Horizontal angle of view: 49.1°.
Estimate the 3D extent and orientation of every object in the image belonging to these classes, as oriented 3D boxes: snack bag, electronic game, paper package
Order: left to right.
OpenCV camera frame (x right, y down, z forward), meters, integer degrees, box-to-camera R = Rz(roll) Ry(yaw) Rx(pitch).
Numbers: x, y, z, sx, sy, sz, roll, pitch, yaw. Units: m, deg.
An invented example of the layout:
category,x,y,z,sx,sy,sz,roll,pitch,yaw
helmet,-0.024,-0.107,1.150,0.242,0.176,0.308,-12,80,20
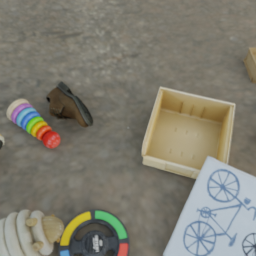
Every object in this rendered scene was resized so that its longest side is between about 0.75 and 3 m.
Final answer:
category,x,y,z,sx,sy,sz,roll,pitch,yaw
electronic game,-0.774,2.682,6.409,1.633,0.340,1.633,2,56,-3
snack bag,2.500,2.314,5.980,2.853,0.305,2.690,22,80,25
paper package,4.657,-2.106,9.335,1.211,0.627,1.154,-3,57,-1

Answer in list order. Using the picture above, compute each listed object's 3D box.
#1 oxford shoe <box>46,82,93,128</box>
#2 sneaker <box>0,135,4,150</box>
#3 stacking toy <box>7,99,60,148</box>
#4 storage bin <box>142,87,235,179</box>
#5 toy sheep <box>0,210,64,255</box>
category,x,y,z,sx,sy,sz,roll,pitch,yaw
oxford shoe,-1.733,-0.498,8.091,0.949,0.817,2.248,-40,42,-11
sneaker,-4.375,1.105,7.073,2.773,1.049,1.216,-28,57,-5
stacking toy,-2.631,-0.061,8.056,1.753,0.748,0.748,38,65,14
storage bin,1.612,0.180,7.667,2.104,0.986,2.089,15,58,9
toy sheep,-2.362,2.453,6.015,2.014,1.389,1.389,-17,59,-7
